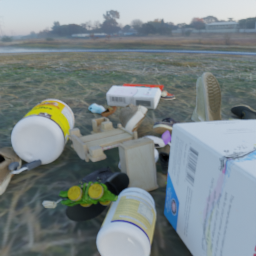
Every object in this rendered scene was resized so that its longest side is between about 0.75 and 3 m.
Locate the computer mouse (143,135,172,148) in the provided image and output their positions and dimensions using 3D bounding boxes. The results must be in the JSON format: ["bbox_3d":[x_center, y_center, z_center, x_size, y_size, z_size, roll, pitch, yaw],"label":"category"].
[{"bbox_3d":[0.962,0.430,9.200,1.555,0.341,0.853,-5,14,-14],"label":"computer mouse"}]

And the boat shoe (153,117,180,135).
[{"bbox_3d":[1.356,-0.088,9.595,0.619,0.558,1.722,-11,-13,35],"label":"boat shoe"}]

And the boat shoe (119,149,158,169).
[{"bbox_3d":[0.392,0.723,7.855,0.670,0.595,1.820,18,17,23],"label":"boat shoe"}]

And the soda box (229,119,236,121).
[{"bbox_3d":[3.775,0.096,10.032,0.432,0.457,1.349,8,22,21],"label":"soda box"}]

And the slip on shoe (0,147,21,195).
[{"bbox_3d":[-3.427,0.923,7.374,0.907,0.723,2.385,-2,20,-5],"label":"slip on shoe"}]

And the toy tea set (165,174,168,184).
[{"bbox_3d":[1.410,1.209,6.751,1.026,0.380,0.610,-10,4,32],"label":"toy tea set"}]

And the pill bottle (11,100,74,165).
[{"bbox_3d":[-2.547,-0.034,8.906,1.462,1.462,2.676,-1,20,-2],"label":"pill bottle"}]

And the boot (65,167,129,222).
[{"bbox_3d":[-0.809,1.396,6.241,1.610,0.557,1.401,-28,11,-27],"label":"boot"}]

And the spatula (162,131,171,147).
[{"bbox_3d":[1.268,0.581,7.926,0.295,1.043,0.107,-37,11,-22],"label":"spatula"}]

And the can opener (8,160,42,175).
[{"bbox_3d":[-2.672,0.957,7.286,0.268,0.336,1.006,-11,7,23],"label":"can opener"}]

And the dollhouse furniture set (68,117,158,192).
[{"bbox_3d":[-0.612,0.693,7.460,1.471,1.256,2.837,-13,19,-24],"label":"dollhouse furniture set"}]

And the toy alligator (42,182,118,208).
[{"bbox_3d":[-0.905,1.220,5.174,1.587,0.526,0.381,-9,57,19],"label":"toy alligator"}]

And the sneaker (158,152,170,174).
[{"bbox_3d":[1.063,0.849,7.808,0.376,0.564,0.985,-5,14,11],"label":"sneaker"}]

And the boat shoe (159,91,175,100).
[{"bbox_3d":[1.897,-1.847,15.390,1.406,0.440,0.500,10,21,23],"label":"boat shoe"}]

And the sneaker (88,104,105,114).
[{"bbox_3d":[-1.425,-0.778,12.688,0.425,0.383,1.037,-34,33,-26],"label":"sneaker"}]

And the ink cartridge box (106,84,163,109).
[{"bbox_3d":[0.473,-1.984,14.688,2.431,0.853,2.991,5,35,14],"label":"ink cartridge box"}]

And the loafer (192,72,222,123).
[{"bbox_3d":[2.371,-0.515,8.635,0.883,2.333,0.797,-17,13,-42],"label":"loafer"}]

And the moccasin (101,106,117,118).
[{"bbox_3d":[-0.847,-0.751,12.226,0.826,0.319,0.302,-29,43,-21],"label":"moccasin"}]

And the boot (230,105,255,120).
[{"bbox_3d":[4.758,-0.501,11.576,1.070,0.599,1.548,-22,28,-35],"label":"boot"}]

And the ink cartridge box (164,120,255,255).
[{"bbox_3d":[2.102,1.238,4.513,1.997,2.032,2.761,-3,20,-17],"label":"ink cartridge box"}]

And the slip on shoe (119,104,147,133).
[{"bbox_3d":[0.054,-0.330,9.948,0.860,1.079,2.838,27,20,3],"label":"slip on shoe"}]

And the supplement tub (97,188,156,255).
[{"bbox_3d":[0.024,1.709,4.961,0.882,0.882,1.213,4,22,12],"label":"supplement tub"}]
